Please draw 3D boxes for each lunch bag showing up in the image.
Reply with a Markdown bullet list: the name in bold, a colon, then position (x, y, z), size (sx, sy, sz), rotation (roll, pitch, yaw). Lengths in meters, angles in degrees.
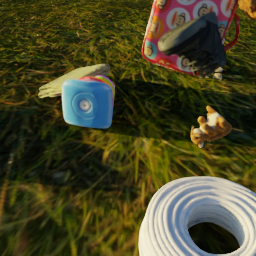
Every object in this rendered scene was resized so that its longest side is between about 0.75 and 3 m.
- **lunch bag**: position (1.806, -2.875, 7.550), size (2.435, 2.765, 1.133), rotation (18, 31, 2)

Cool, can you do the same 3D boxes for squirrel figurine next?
- **squirrel figurine**: position (2.994, -2.792, 6.566), size (0.854, 0.604, 0.797), rotation (22, 42, -14)
- **squirrel figurine**: position (1.678, 0.077, 5.715), size (0.805, 0.752, 0.570), rotation (28, 20, -42)

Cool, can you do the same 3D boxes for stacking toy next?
- **stacking toy**: position (-0.980, -1.192, 9.485), size (1.591, 1.504, 2.741), rotation (8, 25, 11)

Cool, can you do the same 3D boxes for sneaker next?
- **sneaker**: position (1.520, -1.679, 6.074), size (0.909, 1.363, 2.379), rotation (-14, 15, 36)

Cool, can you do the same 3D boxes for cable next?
- **cable**: position (1.540, 2.053, 5.136), size (2.695, 0.933, 2.695), rotation (7, 37, 10)

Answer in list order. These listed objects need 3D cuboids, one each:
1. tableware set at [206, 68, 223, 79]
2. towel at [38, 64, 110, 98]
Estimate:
- **tableware set**: position (3.547, -2.373, 11.930), size (0.938, 0.130, 1.123), rotation (9, 37, 15)
- **towel**: position (-1.970, -1.756, 10.433), size (1.834, 0.451, 2.473), rotation (1, 30, 37)
